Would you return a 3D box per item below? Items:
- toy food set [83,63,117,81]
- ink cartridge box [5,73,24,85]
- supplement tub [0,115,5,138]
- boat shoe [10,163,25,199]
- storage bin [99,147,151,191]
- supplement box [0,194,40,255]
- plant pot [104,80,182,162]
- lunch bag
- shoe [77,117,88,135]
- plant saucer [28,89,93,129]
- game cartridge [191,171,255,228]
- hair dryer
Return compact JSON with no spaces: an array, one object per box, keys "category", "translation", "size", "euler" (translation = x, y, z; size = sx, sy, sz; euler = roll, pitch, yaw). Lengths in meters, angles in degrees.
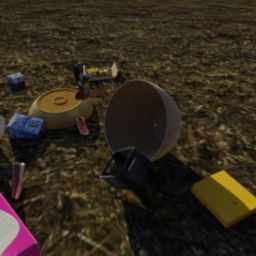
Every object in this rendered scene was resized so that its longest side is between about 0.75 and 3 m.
[{"category":"toy food set","translation":[-1.440,-2.963,14.367],"size":[1.673,0.505,1.201],"euler":[-6,36,-8]},{"category":"ink cartridge box","translation":[-5.613,-2.415,13.803],"size":[0.780,0.298,0.532],"euler":[-26,43,-29]},{"category":"supplement tub","translation":[-5.526,-0.261,9.780],"size":[2.080,1.505,1.505],"euler":[21,41,27]},{"category":"boat shoe","translation":[-2.815,1.329,7.039],"size":[0.274,0.921,0.331],"euler":[10,8,-10]},{"category":"storage bin","translation":[-0.100,1.121,7.610],"size":[0.646,1.378,0.932],"euler":[39,67,-15]},{"category":"supplement box","translation":[-3.038,2.472,6.219],"size":[1.223,1.249,2.417],"euler":[-28,43,-34]},{"category":"plant pot","translation":[0.718,-0.142,9.119],"size":[1.751,2.608,2.608],"euler":[2,25,-47]},{"category":"lunch bag","translation":[-3.711,-0.009,10.323],"size":[1.166,0.548,0.877],"euler":[8,40,-3]},{"category":"shoe","translation":[-1.729,-0.078,10.498],"size":[0.285,0.362,0.797],"euler":[-17,39,-22]},{"category":"plant saucer","translation":[-2.784,-0.952,11.560],"size":[2.672,0.473,2.672],"euler":[0,37,0]},{"category":"game cartridge","translation":[2.700,1.937,7.851],"size":[1.320,0.243,1.498],"euler":[-17,37,-22]},{"category":"hair dryer","translation":[-1.411,-1.297,8.434],"size":[0.343,1.264,0.963],"euler":[-8,47,-29]}]
